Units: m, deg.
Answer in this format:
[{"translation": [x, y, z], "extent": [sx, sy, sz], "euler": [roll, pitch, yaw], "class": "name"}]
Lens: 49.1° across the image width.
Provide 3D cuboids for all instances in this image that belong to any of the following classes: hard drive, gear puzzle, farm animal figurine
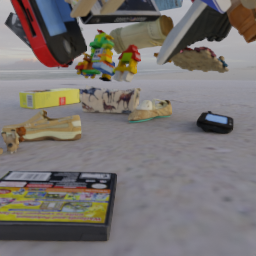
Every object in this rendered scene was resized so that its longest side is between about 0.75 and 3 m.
[{"translation": [0.928, -2.857, 5.000], "extent": [1.257, 0.242, 1.906], "euler": [28, 22, -47], "class": "hard drive"}, {"translation": [1.920, -2.319, 9.223], "extent": [1.427, 0.361, 2.756], "euler": [23, -2, -38], "class": "gear puzzle"}, {"translation": [-2.352, 0.307, 5.226], "extent": [0.723, 0.450, 0.895], "euler": [-15, 3, 39], "class": "farm animal figurine"}]

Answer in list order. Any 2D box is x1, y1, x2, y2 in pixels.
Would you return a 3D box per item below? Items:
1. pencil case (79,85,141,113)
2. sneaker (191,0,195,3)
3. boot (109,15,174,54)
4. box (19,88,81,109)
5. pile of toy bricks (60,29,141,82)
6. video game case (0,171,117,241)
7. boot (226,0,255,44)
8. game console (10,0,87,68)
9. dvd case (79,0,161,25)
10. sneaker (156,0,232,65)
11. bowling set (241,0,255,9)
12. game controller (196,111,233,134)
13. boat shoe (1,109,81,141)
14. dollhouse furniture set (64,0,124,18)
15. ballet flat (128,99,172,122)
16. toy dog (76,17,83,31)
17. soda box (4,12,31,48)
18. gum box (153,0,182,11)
[{"translation": [-0.635, -1.055, 10.250], "extent": [2.225, 0.995, 0.866], "euler": [4, 4, 16], "class": "pencil case"}, {"translation": [2.797, -4.064, 9.300], "extent": [2.301, 0.901, 1.329], "euler": [33, 44, -2], "class": "sneaker"}, {"translation": [0.597, -3.290, 10.174], "extent": [2.085, 0.977, 2.683], "euler": [-10, 11, 20], "class": "boot"}, {"translation": [-3.374, -1.361, 12.521], "extent": [1.041, 0.693, 2.767], "euler": [7, 13, 30], "class": "box"}, {"translation": [-0.905, -2.258, 8.305], "extent": [1.519, 1.352, 2.738], "euler": [21, -4, -40], "class": "pile of toy bricks"}, {"translation": [-0.908, 0.817, 3.197], "extent": [1.490, 0.190, 1.347], "euler": [1, 11, 1], "class": "video game case"}, {"translation": [3.228, -2.872, 6.510], "extent": [1.707, 1.321, 0.629], "euler": [-32, -25, 29], "class": "boot"}, {"translation": [-1.606, -2.641, 5.508], "extent": [0.416, 2.680, 2.370], "euler": [-13, 21, 16], "class": "game console"}, {"translation": [-0.478, -3.302, 6.096], "extent": [0.355, 2.157, 2.870], "euler": [-27, 3, 38], "class": "dvd case"}, {"translation": [1.927, -2.532, 7.818], "extent": [1.254, 2.529, 0.894], "euler": [29, 31, -20], "class": "sneaker"}, {"translation": [2.352, -2.680, 4.322], "extent": [2.517, 1.752, 1.351], "euler": [-17, -33, 23], "class": "bowling set"}, {"translation": [2.387, -0.179, 7.600], "extent": [0.897, 0.362, 1.719], "euler": [4, 13, 20], "class": "game controller"}, {"translation": [-1.955, -0.089, 6.356], "extent": [1.783, 0.679, 0.639], "euler": [-1, 12, -5], "class": "boat shoe"}, {"translation": [-0.275, -2.613, 4.119], "extent": [1.565, 1.438, 1.018], "euler": [-20, 0, -31], "class": "dollhouse furniture set"}, {"translation": [0.710, -0.605, 8.978], "extent": [0.688, 0.637, 1.951], "euler": [10, 16, 40], "class": "ballet flat"}, {"translation": [-1.615, -3.284, 8.710], "extent": [0.529, 1.099, 0.725], "euler": [-13, 1, 10], "class": "toy dog"}, {"translation": [-3.009, -2.816, 8.211], "extent": [1.245, 0.441, 0.394], "euler": [42, 17, 10], "class": "soda box"}, {"translation": [0.740, -4.223, 8.824], "extent": [1.987, 0.443, 1.688], "euler": [-1, 48, 20], "class": "gum box"}]
